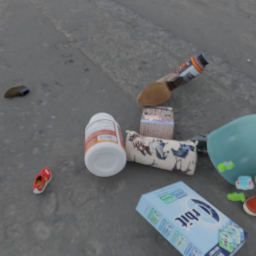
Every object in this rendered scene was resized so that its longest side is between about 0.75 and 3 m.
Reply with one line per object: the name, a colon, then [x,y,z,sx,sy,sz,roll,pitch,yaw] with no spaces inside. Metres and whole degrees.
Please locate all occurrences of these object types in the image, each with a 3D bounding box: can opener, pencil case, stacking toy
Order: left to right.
pencil case: [1.127,0.844,10.201,2.732,1.063,1.222,11,83,12]
can opener: [2.071,0.625,10.814,2.191,0.728,0.577,2,23,10]
stacking toy: [3.827,1.661,8.298,2.058,1.551,0.483,-8,32,32]

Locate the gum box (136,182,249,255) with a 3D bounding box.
gum box: [1.825,2.678,7.959,2.540,0.566,2.158,36,24,33]

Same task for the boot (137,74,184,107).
boot: [1.291,-1.676,12.764,2.651,0.931,1.938,-27,10,-15]

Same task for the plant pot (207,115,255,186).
plant pot: [4.094,0.602,9.341,2.239,1.797,2.239,17,51,-22]

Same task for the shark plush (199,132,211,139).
shark plush: [3.307,0.315,11.266,0.853,0.388,0.355,-4,57,12]

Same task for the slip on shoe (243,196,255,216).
slip on shoe: [4.516,2.337,9.035,1.753,0.536,0.649,-13,45,-11]

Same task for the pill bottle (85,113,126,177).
pill bottle: [-0.878,0.488,10.123,1.374,1.374,2.449,-5,31,-5]

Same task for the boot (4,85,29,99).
boot: [-5.383,-1.708,13.573,0.577,0.445,1.190,24,45,27]

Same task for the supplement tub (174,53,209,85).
supplement tub: [3.138,-2.915,13.753,0.888,1.661,0.888,35,35,-29]

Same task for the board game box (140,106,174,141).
board game box: [1.169,-0.212,11.391,1.275,0.775,1.600,4,27,4]

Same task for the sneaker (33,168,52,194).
sneaker: [-2.965,1.741,9.691,0.435,0.480,1.130,1,34,3]
